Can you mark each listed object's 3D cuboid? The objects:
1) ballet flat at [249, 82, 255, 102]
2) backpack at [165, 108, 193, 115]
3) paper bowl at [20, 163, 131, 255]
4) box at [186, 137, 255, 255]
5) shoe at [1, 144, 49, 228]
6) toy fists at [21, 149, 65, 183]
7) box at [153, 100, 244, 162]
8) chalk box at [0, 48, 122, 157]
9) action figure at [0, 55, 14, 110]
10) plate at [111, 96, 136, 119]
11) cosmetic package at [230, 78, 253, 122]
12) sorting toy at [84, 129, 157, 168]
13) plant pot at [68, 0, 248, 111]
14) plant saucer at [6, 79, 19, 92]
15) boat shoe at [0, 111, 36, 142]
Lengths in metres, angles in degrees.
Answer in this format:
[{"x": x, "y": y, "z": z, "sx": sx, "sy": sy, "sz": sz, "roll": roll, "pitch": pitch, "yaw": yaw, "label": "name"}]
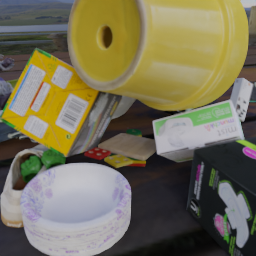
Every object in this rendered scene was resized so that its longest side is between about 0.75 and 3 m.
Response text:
[{"x": 5.486, "y": -1.382, "z": 10.136, "sx": 2.554, "sy": 0.933, "sz": 0.933, "roll": 0, "pitch": 23, "yaw": 0, "label": "ballet flat"}, {"x": 1.268, "y": -1.672, "z": 8.154, "sx": 1.811, "sy": 2.861, "sz": 2.388, "roll": -38, "pitch": 32, "yaw": -4, "label": "backpack"}, {"x": -0.727, "y": 1.226, "z": 4.128, "sx": 1.547, "sy": 0.805, "sz": 1.547, "roll": 0, "pitch": 23, "yaw": 0, "label": "paper bowl"}, {"x": 1.974, "y": 1.099, "z": 3.941, "sx": 1.428, "sy": 1.195, "sz": 1.923, "roll": -9, "pitch": 26, "yaw": -22, "label": "box"}, {"x": -1.759, "y": 0.809, "z": 5.312, "sx": 0.839, "sy": 0.640, "sz": 2.399, "roll": -2, "pitch": 23, "yaw": -4, "label": "shoe"}, {"x": -1.577, "y": 0.654, "z": 5.182, "sx": 0.874, "sy": 0.301, "sz": 0.446, "roll": -24, "pitch": 37, "yaw": 1, "label": "toy fists"}, {"x": 1.417, "y": 0.160, "z": 5.465, "sx": 1.482, "sy": 0.717, "sz": 1.308, "roll": -15, "pitch": -20, "yaw": 24, "label": "box"}, {"x": -1.149, "y": -0.444, "z": 5.883, "sx": 1.460, "sy": 1.467, "sz": 2.359, "roll": 29, "pitch": 4, "yaw": 7, "label": "chalk box"}, {"x": -4.149, "y": -1.656, "z": 8.183, "sx": 1.756, "sy": 0.936, "sz": 2.698, "roll": -11, "pitch": 59, "yaw": -36, "label": "action figure"}, {"x": -0.451, "y": -0.624, "z": 7.938, "sx": 1.743, "sy": 1.739, "sz": 0.282, "roll": -19, "pitch": 72, "yaw": -36, "label": "plate"}, {"x": 3.203, "y": -0.802, "z": 8.021, "sx": 0.479, "sy": 1.160, "sz": 0.294, "roll": 24, "pitch": -12, "yaw": -30, "label": "cosmetic package"}, {"x": 0.035, "y": 0.531, "z": 6.157, "sx": 1.093, "sy": 0.383, "sz": 2.267, "roll": 11, "pitch": 17, "yaw": 24, "label": "sorting toy"}, {"x": 0.354, "y": -1.348, "z": 4.352, "sx": 2.297, "sy": 2.297, "sz": 2.161, "roll": 20, "pitch": 22, "yaw": 38, "label": "plant pot"}, {"x": -4.367, "y": -1.486, "z": 10.969, "sx": 1.711, "sy": 0.410, "sz": 1.708, "roll": 22, "pitch": 31, "yaw": 40, "label": "plant saucer"}, {"x": -2.752, "y": -0.053, "z": 7.070, "sx": 2.647, "sy": 0.819, "sz": 0.991, "roll": -15, "pitch": 25, "yaw": -26, "label": "boat shoe"}]
